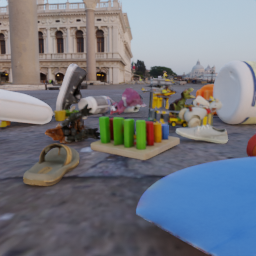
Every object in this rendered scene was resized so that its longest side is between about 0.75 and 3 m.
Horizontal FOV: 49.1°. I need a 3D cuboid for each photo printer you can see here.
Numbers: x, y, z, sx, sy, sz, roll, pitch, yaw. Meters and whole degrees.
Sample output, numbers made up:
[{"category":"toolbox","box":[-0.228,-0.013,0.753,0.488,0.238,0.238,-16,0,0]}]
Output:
[{"category":"photo printer","box":[-3.813,-0.737,9.377,1.873,0.782,2.251,23,9,36]}]

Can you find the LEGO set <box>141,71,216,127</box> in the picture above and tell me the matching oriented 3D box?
[{"category":"LEGO set","box":[1.662,-1.023,9.312,2.259,1.702,2.937,4,7,8]}]

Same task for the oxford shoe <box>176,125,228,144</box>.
[{"category":"oxford shoe","box":[1.789,0.096,6.767,1.253,0.362,0.471,8,19,3]}]

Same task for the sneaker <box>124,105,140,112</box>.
[{"category":"sneaker","box":[0.320,-0.963,13.437,0.568,0.498,1.417,13,21,26]}]

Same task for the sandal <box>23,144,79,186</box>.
[{"category":"sandal","box":[-1.213,0.497,4.602,0.642,0.432,1.599,1,10,5]}]

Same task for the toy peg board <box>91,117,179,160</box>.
[{"category":"toy peg board","box":[0.167,0.069,6.132,1.441,0.705,1.435,8,15,36]}]

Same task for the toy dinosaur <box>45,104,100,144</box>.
[{"category":"toy dinosaur","box":[-1.315,0.099,6.611,1.129,0.850,1.663,-22,15,22]}]

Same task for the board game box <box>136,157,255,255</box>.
[{"category":"board game box","box":[1.452,0.853,2.365,2.206,0.544,2.792,-12,9,-32]}]

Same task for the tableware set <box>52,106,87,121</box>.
[{"category":"tableware set","box":[-3.130,-0.655,11.513,1.911,0.435,2.837,-7,12,-36]}]

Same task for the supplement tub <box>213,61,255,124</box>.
[{"category":"supplement tub","box":[4.715,-1.198,9.636,2.942,2.133,2.133,-1,9,-10]}]

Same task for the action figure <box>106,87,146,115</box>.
[{"category":"action figure","box":[-0.197,-1.055,12.484,1.593,1.186,1.067,-43,38,-15]}]

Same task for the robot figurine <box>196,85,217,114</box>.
[{"category":"robot figurine","box":[3.951,-1.258,12.417,2.222,1.296,1.598,-1,-32,-34]}]

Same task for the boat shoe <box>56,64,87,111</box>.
[{"category":"boat shoe","box":[-2.262,-1.424,11.454,0.820,2.476,0.866,28,34,2]}]

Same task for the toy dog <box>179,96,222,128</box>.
[{"category":"toy dog","box":[1.949,-0.531,7.525,0.852,0.622,1.292,26,54,30]}]

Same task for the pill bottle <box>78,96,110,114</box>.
[{"category":"pill bottle","box":[-1.525,-1.029,12.638,0.793,0.793,1.393,7,11,35]}]

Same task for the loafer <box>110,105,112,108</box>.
[{"category":"loafer","box":[-1.338,-1.227,15.183,0.958,0.340,0.350,0,9,1]}]

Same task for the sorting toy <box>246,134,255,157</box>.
[{"category":"sorting toy","box":[3.184,0.465,4.809,2.056,0.713,0.708,-2,33,1]}]

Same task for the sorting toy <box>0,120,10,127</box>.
[{"category":"sorting toy","box":[-4.806,-0.006,8.179,2.399,0.321,1.787,-1,6,-16]}]
